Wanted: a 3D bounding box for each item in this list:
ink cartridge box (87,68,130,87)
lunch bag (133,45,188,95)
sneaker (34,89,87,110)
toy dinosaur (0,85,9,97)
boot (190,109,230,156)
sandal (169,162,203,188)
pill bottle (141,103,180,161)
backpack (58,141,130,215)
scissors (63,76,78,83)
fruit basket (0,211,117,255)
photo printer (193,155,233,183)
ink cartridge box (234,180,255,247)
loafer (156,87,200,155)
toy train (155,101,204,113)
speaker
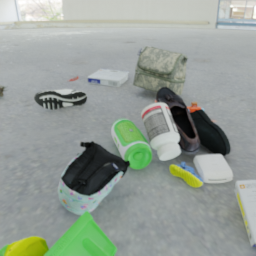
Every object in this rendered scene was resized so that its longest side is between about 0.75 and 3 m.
[{"bbox_3d":[-1.165,-3.156,17.476,2.103,0.428,2.108,10,29,16],"label":"ink cartridge box"},{"bbox_3d":[1.684,-3.002,14.634,2.618,2.196,1.824,23,18,31],"label":"lunch bag"},{"bbox_3d":[-3.269,-1.393,13.385,2.488,0.917,0.995,-4,18,-35],"label":"sneaker"},{"bbox_3d":[-7.166,-1.872,14.722,1.955,0.752,1.000,3,-3,44],"label":"toy dinosaur"},{"bbox_3d":[2.093,0.295,9.784,1.984,0.896,2.422,-15,42,-10],"label":"boot"},{"bbox_3d":[1.744,1.303,8.127,0.495,0.452,1.137,-25,37,-28],"label":"sandal"},{"bbox_3d":[1.047,0.125,8.720,0.919,0.919,1.660,-8,61,-16],"label":"pill bottle"},{"bbox_3d":[-0.962,1.313,7.181,1.500,1.138,1.798,24,35,14],"label":"backpack"},{"bbox_3d":[-3.548,-2.821,16.797,1.331,0.093,0.487,-17,33,13],"label":"scissors"},{"bbox_3d":[-1.477,2.415,4.925,2.083,1.503,2.083,13,33,-9],"label":"fruit basket"},{"bbox_3d":[2.540,1.231,8.374,0.925,0.386,1.112,-3,27,-1],"label":"photo printer"},{"bbox_3d":[3.654,2.028,6.125,2.083,0.495,2.108,-5,43,8],"label":"ink cartridge box"},{"bbox_3d":[1.710,-0.442,9.444,0.977,0.856,2.718,-18,61,-6],"label":"loafer"},{"bbox_3d":[1.988,-0.876,12.076,2.294,0.638,1.723,-4,9,-4],"label":"toy train"},{"bbox_3d":[0.062,0.467,9.370,0.970,0.970,2.194,-7,26,-14],"label":"speaker"}]
